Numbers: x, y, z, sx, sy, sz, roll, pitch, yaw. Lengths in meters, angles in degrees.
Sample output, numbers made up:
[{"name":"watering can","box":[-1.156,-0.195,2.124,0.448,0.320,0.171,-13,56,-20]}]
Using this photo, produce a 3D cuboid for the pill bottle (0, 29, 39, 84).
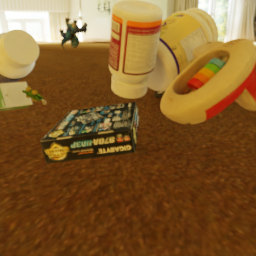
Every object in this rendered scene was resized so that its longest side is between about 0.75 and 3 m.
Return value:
[{"name":"pill bottle","box":[-4.052,-2.268,9.367,1.492,1.492,2.687,-21,8,-41]}]

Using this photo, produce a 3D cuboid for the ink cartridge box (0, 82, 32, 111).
[{"name":"ink cartridge box","box":[-3.636,-0.910,8.267,0.423,0.741,1.427,-15,1,40]}]

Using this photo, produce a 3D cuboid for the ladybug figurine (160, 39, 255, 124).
[{"name":"ladybug figurine","box":[1.846,-0.963,6.190,2.484,0.893,1.686,-41,27,1]}]

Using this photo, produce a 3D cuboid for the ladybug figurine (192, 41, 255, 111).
[{"name":"ladybug figurine","box":[3.077,-1.606,8.292,2.656,0.955,1.803,46,21,6]}]

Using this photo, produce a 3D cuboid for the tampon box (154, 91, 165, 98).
[{"name":"tampon box","box":[2.477,-2.490,15.314,1.987,1.489,1.255,4,23,9]}]

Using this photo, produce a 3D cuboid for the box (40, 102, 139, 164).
[{"name":"box","box":[-0.663,0.007,6.019,1.713,0.496,2.155,-8,18,6]}]

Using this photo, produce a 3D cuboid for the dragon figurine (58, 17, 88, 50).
[{"name":"dragon figurine","box":[-1.381,-2.137,6.626,0.378,1.283,0.638,5,60,-37]}]

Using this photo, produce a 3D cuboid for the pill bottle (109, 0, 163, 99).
[{"name":"pill bottle","box":[0.145,-2.233,8.209,1.391,2.540,1.391,4,39,-3]}]

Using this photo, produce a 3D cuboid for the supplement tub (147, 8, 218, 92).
[{"name":"supplement tub","box":[1.676,-2.872,10.104,2.880,2.094,2.094,-40,40,-24]}]

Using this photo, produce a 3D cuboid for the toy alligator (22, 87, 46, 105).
[{"name":"toy alligator","box":[-2.709,-0.934,8.231,0.938,0.311,0.225,29,40,16]}]
